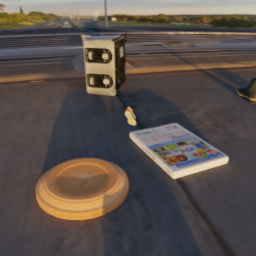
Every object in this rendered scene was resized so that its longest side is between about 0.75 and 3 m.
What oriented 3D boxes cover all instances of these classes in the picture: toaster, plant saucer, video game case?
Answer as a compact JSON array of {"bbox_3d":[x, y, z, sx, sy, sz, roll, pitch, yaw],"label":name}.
[{"bbox_3d":[-1.068,-3.284,14.092,1.723,2.626,2.904,5,25,11],"label":"toaster"},{"bbox_3d":[-1.104,1.331,6.839,2.227,0.359,2.227,0,25,0],"label":"plant saucer"},{"bbox_3d":[1.437,0.578,8.609,1.869,0.235,2.610,-11,27,-23],"label":"video game case"}]

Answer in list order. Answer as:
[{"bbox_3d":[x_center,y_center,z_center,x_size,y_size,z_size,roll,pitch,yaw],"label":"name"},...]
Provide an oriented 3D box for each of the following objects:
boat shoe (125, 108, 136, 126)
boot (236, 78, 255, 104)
[{"bbox_3d":[0.105,-0.373,9.775,0.276,0.774,0.242,0,50,26],"label":"boat shoe"},{"bbox_3d":[5.621,-1.880,12.900,0.614,1.096,1.585,-5,25,-10],"label":"boot"}]
